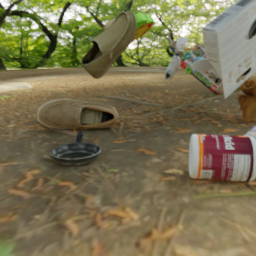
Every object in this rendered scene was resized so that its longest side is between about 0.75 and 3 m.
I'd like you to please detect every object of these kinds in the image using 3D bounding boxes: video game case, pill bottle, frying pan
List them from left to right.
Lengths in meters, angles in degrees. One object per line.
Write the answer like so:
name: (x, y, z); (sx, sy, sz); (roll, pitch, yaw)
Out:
frying pan: (-1.615, 0.578, 7.963); (1.359, 0.366, 2.247); (-7, 15, -26)
pill bottle: (2.317, 0.677, 6.343); (1.784, 1.018, 1.018); (2, 16, 8)
video game case: (4.630, 0.310, 9.273); (1.296, 0.163, 1.810); (11, 19, 35)

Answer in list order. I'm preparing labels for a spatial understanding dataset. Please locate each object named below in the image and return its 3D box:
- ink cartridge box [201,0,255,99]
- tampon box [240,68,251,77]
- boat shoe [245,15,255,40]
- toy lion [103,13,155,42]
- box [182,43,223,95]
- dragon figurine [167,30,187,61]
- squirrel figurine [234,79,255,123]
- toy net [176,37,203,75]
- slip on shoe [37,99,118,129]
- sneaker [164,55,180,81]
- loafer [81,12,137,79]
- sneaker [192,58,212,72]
ink cartridge box: (3.937, -2.925, 10.290); (2.416, 2.973, 0.848); (-39, 49, -14)
tampon box: (4.636, -3.182, 12.764); (1.340, 1.591, 2.122); (-39, 17, -30)
boat shoe: (3.926, -3.140, 8.291); (0.423, 1.195, 0.381); (22, 14, -41)
toy lion: (0.089, -3.677, 10.648); (2.252, 0.807, 2.349); (-33, 3, -11)
box: (3.431, -2.588, 12.174); (0.388, 1.230, 2.235); (2, 40, -45)
dragon figurine: (2.358, -4.043, 14.013); (0.478, 1.624, 0.808); (-39, -2, 10)
squirrel figurine: (5.225, -1.210, 11.697); (1.266, 1.789, 1.670); (-6, 25, -2)
toy net: (2.538, -3.139, 12.114); (0.953, 1.817, 0.351); (-38, -28, 22)
slip on shoe: (-1.848, -0.445, 10.298); (2.972, 1.130, 0.900); (6, 5, -6)
sneaker: (2.119, -2.861, 13.600); (0.505, 1.347, 0.584); (30, 40, 16)
loafer: (-0.604, -2.511, 8.444); (0.777, 2.305, 0.877); (15, 27, -49)
sneaker: (3.191, -2.561, 11.034); (1.363, 0.504, 0.558); (-12, 17, 7)
